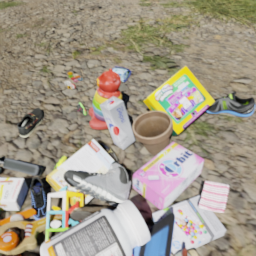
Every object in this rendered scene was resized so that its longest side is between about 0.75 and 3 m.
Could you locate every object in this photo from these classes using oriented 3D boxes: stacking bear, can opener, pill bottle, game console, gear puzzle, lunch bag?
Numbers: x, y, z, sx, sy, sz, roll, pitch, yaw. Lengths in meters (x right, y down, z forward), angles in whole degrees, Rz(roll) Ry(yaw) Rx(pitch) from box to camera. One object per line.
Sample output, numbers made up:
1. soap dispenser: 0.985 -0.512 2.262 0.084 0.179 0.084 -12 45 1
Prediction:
1. stacking bear: -0.987 -1.417 13.138 1.505 2.646 1.607 2 39 -12
2. can opener: -4.806 1.641 11.479 2.605 0.686 0.866 7 82 9
3. pill bottle: -0.848 3.199 7.640 2.696 1.569 1.569 -26 47 -17
4. game console: -0.013 3.832 8.015 2.409 1.670 2.823 5 41 13
5. gear puzzle: -3.290 -3.151 17.097 0.679 0.172 1.311 -26 48 -26
6. lunch bag: -0.447 -3.305 16.921 0.958 0.718 1.127 14 33 16

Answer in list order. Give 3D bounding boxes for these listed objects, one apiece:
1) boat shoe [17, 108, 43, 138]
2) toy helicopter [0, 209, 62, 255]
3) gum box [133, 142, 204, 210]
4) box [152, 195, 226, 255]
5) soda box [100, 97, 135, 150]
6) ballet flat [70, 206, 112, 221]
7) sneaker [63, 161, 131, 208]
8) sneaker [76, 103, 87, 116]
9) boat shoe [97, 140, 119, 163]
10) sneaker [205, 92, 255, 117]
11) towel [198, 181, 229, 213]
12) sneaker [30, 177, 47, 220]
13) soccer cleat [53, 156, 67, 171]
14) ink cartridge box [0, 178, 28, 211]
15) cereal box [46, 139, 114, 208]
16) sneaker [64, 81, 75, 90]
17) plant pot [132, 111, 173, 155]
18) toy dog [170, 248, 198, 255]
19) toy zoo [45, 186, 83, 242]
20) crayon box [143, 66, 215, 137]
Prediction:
1. boat shoe: -4.742 -0.392 13.698 0.716 0.613 1.958 7 41 10
2. toy helicopter: -3.300 3.348 9.468 2.506 0.989 1.657 -16 34 -32
3. gum box: 1.640 1.775 11.026 1.516 0.883 2.671 33 51 32
4. box: 2.050 3.328 9.655 2.007 0.413 1.565 -16 44 -16
5. soda box: -0.423 -0.171 12.077 0.775 2.269 0.720 -36 41 -23
6. ballet flat: -1.247 2.877 9.594 1.639 0.552 0.380 11 38 -36
7. sneaker: -0.977 1.743 10.082 2.588 0.971 1.495 33 61 -23
8. sneaker: -2.429 -0.912 14.533 0.387 0.354 0.924 -35 49 -2
9. boat shoe: -0.936 1.074 12.143 0.534 0.451 1.497 -27 48 -28
10. sneaker: 4.963 -1.328 14.270 2.915 1.208 1.033 7 41 7
11. towel: 2.977 2.354 9.708 0.859 0.176 1.175 6 45 27
12. sneaker: -3.305 2.594 10.270 0.608 0.675 1.734 -14 43 -16
13. soccer cleat: -2.748 1.791 11.445 0.637 0.492 1.522 29 36 -13
14. ink cartridge box: -4.683 2.453 10.464 1.484 0.619 1.077 1 42 1
15. cereal box: -1.635 1.773 10.715 1.721 0.473 2.392 46 59 7
16. sneaker: -3.435 -2.460 16.223 0.796 0.310 0.327 30 51 30
17. plant pot: 1.143 0.338 12.069 1.711 1.493 1.711 -9 44 9
18. toy dog: 1.853 4.355 8.018 1.423 1.039 2.158 -25 47 -25
19. toy zoo: -2.157 2.912 9.574 1.220 0.190 1.860 3 64 -14
20. crayon box: 2.398 -1.253 13.195 2.554 0.744 2.203 -40 89 -14
